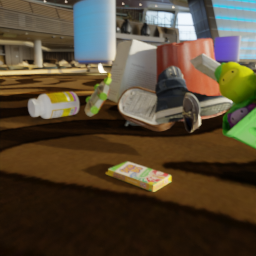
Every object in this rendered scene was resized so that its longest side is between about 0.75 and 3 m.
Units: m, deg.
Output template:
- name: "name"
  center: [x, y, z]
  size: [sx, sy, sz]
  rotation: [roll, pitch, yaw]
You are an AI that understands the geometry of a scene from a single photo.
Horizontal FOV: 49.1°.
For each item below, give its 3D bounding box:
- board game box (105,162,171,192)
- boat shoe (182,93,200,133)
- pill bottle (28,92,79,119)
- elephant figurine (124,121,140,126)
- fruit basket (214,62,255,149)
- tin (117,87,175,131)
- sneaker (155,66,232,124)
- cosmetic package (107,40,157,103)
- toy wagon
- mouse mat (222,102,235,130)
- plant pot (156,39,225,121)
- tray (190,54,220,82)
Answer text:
- name: "board game box"
  center: [0.199, 1.088, 6.505]
  size: [1.449, 0.217, 0.692]
  rotation: [9, 16, 40]
- name: "boat shoe"
  center: [1.742, -0.396, 7.880]
  size: [0.467, 1.299, 0.387]
  rotation: [27, 61, 37]
- name: "pill bottle"
  center: [-3.399, -1.029, 12.823]
  size: [2.120, 1.105, 1.105]
  rotation: [-12, 19, -41]
- name: "elephant figurine"
  center: [0.329, -0.501, 11.671]
  size: [0.817, 0.746, 1.054]
  rotation: [14, 20, -5]
- name: "fruit basket"
  center: [2.882, -0.785, 6.692]
  size: [2.070, 2.070, 1.493]
  rotation: [4, 25, 16]
- name: "tin"
  center: [0.687, -0.758, 10.750]
  size: [2.486, 1.392, 0.520]
  rotation: [21, -7, 29]
- name: "sneaker"
  center: [2.013, -1.252, 9.194]
  size: [2.560, 1.850, 0.973]
  rotation: [-9, -19, 31]
- name: "cosmetic package"
  center: [0.542, -2.492, 13.753]
  size: [2.416, 2.929, 2.414]
  rotation: [12, 9, -21]
- name: "toy wagon"
  center: [-1.158, -1.345, 11.321]
  size: [0.368, 1.860, 1.443]
  rotation: [31, 11, -25]
- name: "mouse mat"
  center: [4.685, -0.733, 10.075]
  size: [1.949, 2.422, 0.091]
  rotation: [15, -19, 38]
- name: "plant pot"
  center: [2.407, -2.052, 11.561]
  size: [2.991, 2.908, 2.991]
  rotation: [-7, 15, 2]
- name: "tray"
  center: [2.717, -1.496, 8.166]
  size: [1.916, 0.212, 1.029]
  rotation: [29, -2, -7]
